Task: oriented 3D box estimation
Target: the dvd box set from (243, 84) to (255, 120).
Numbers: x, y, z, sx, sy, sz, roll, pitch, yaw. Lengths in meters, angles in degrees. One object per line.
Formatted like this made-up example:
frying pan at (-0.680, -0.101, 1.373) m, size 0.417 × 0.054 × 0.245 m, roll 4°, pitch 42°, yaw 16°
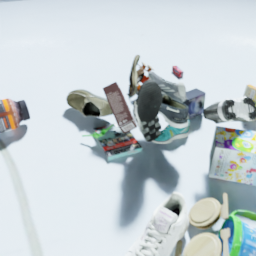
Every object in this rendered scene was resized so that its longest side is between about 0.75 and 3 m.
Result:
dvd box set at (5.634, -0.911, 11.811) m, size 0.263 × 1.308 × 1.788 m, roll -21°, pitch 41°, yaw -27°

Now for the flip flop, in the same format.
flip flop at (0.383, -2.138, 11.560) m, size 0.605 × 0.852 × 2.102 m, roll 8°, pitch 52°, yaw -7°

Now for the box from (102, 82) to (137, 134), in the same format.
box at (-0.315, -0.779, 10.895) m, size 0.675 × 0.902 × 1.801 m, roll -27°, pitch 69°, yaw 4°

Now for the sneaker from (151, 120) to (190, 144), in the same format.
sneaker at (1.602, 0.086, 10.935) m, size 1.847 × 0.735 × 0.716 m, roll -18°, pitch 40°, yaw -22°

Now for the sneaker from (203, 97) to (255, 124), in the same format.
sneaker at (3.505, -0.588, 9.693) m, size 2.575 × 0.856 × 1.165 m, roll -4°, pitch -2°, yaw -41°

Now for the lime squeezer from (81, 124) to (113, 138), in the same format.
lime squeezer at (-1.110, 0.203, 10.863) m, size 1.336 × 0.252 × 0.472 m, roll -22°, pitch 14°, yaw -12°

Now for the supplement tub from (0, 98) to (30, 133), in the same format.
supplement tub at (-5.236, -0.409, 11.138) m, size 2.452 × 1.311 × 1.311 m, roll -18°, pitch 40°, yaw -23°

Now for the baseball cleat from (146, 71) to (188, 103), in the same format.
baseball cleat at (1.647, -1.718, 11.206) m, size 1.005 × 1.888 × 0.658 m, roll -35°, pitch 24°, yaw 29°

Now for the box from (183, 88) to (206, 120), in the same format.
box at (2.745, -1.029, 12.145) m, size 1.047 × 1.039 × 0.645 m, roll -22°, pitch 37°, yaw -25°

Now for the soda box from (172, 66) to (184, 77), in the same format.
soda box at (2.781, -3.189, 15.746) m, size 0.280 × 0.310 × 0.884 m, roll -13°, pitch 39°, yaw -17°

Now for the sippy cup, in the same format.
sippy cup at (2.916, 2.935, 6.747) m, size 1.233 × 1.682 × 1.321 m, roll 18°, pitch -5°, yaw 7°

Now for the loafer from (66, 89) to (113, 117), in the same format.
loafer at (-1.800, -1.041, 12.094) m, size 2.546 × 0.957 × 0.887 m, roll 15°, pitch 29°, yaw 30°

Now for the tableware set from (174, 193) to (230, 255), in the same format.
tableware set at (2.029, 2.764, 7.287) m, size 1.470 × 0.446 × 2.224 m, roll -27°, pitch 20°, yaw 31°

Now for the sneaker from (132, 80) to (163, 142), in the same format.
sneaker at (0.525, -0.724, 9.740) m, size 0.981 × 2.647 × 1.171 m, roll -21°, pitch 51°, yaw -15°

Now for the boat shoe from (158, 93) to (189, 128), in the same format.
boat shoe at (1.344, -0.895, 10.337) m, size 0.948 × 0.757 × 2.508 m, roll -20°, pitch 38°, yaw -31°

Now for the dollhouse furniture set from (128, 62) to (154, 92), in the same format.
dollhouse furniture set at (0.886, -2.350, 13.877) m, size 1.345 × 1.360 × 0.701 m, roll 16°, pitch 27°, yaw -36°

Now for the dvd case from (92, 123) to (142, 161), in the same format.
dvd case at (-0.464, 0.445, 10.898) m, size 1.375 × 0.207 × 1.884 m, roll -15°, pitch 40°, yaw -19°

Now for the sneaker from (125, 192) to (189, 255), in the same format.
sneaker at (0.590, 2.694, 6.787) m, size 1.041 × 1.385 × 2.780 m, roll 20°, pitch 46°, yaw 28°

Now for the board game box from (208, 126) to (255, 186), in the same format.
board game box at (4.055, 0.971, 9.222) m, size 2.514 × 1.318 × 1.295 m, roll 10°, pitch 36°, yaw 12°
